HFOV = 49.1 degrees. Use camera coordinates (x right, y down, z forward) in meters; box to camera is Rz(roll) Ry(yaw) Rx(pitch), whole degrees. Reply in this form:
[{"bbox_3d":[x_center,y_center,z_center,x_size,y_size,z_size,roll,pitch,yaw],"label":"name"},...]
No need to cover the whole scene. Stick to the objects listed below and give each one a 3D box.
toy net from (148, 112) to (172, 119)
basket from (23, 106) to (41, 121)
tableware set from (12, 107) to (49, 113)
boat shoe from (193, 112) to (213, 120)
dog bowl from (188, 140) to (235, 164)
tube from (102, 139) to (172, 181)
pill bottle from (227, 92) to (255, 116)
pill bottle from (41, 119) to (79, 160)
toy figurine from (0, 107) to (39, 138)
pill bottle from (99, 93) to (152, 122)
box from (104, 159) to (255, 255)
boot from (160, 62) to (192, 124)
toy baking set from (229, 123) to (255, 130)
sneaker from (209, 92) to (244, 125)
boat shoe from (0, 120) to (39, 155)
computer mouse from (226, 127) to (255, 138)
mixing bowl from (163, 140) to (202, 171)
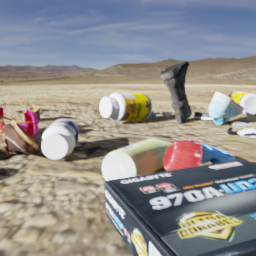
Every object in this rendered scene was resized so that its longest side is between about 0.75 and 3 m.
[{"bbox_3d":[1.435,-0.595,12.971,1.373,0.265,0.720,-5,9,-30],"label":"toy net"},{"bbox_3d":[-4.178,-0.598,11.998,0.591,0.617,0.828,-9,15,-39],"label":"basket"},{"bbox_3d":[-5.131,-0.937,14.705,1.538,0.214,1.841,2,12,9],"label":"tableware set"},{"bbox_3d":[3.391,-0.538,12.246,1.121,0.357,0.396,8,6,37],"label":"boat shoe"},{"bbox_3d":[1.698,0.568,5.856,1.199,0.297,0.669,20,11,-15],"label":"dog bowl"},{"bbox_3d":[0.478,0.607,6.097,0.723,0.808,2.786,-39,-11,26],"label":"tube"},{"bbox_3d":[5.719,-1.270,14.156,1.086,1.086,1.987,-1,11,-7],"label":"pill bottle"},{"bbox_3d":[-1.720,0.291,7.071,0.816,0.816,1.469,-1,12,-4],"label":"pill bottle"},{"bbox_3d":[-3.689,-0.104,8.596,1.758,1.434,1.911,9,33,-3],"label":"toy figurine"},{"bbox_3d":[-0.092,-0.845,11.393,2.081,1.137,1.137,-5,12,-40],"label":"pill bottle"},{"bbox_3d":[1.210,1.096,3.584,2.566,0.590,2.040,-5,12,-22],"label":"box"},{"bbox_3d":[2.262,-1.548,12.194,0.918,2.308,2.651,-11,17,34],"label":"boot"},{"bbox_3d":[4.740,-0.093,10.498,1.382,0.210,1.801,-4,12,-18],"label":"toy baking set"},{"bbox_3d":[3.838,-0.665,11.343,1.008,1.118,2.728,36,14,34],"label":"sneaker"},{"bbox_3d":[-2.906,0.363,7.229,0.760,0.761,2.163,-45,25,-16],"label":"boat shoe"},{"bbox_3d":[3.850,0.137,9.274,1.113,0.244,0.610,6,11,26],"label":"computer mouse"},{"bbox_3d":[0.945,0.573,5.159,0.470,0.867,0.867,20,9,-8],"label":"mixing bowl"}]
